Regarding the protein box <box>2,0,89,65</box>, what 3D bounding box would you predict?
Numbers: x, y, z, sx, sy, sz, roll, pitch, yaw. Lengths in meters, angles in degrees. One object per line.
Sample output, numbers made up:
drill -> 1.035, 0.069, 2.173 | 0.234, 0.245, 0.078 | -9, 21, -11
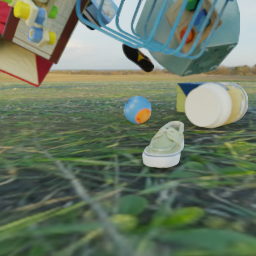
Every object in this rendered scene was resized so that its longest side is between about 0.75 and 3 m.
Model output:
protein box -> -1.663, -2.898, 6.285 | 1.291, 1.913, 1.899 | 25, 40, -21

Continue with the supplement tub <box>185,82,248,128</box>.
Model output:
supplement tub -> 2.708, -0.716, 8.577 | 1.320, 1.320, 1.825 | 11, 15, 42

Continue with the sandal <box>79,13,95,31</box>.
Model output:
sandal -> -1.744, -4.216, 10.331 | 0.576, 0.345, 1.533 | -32, -44, 25

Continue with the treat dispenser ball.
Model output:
treat dispenser ball -> 0.315, -0.585, 9.152 | 0.893, 0.893, 0.893 | 0, 11, 0

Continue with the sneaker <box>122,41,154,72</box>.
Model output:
sneaker -> 0.401, -2.964, 11.688 | 1.634, 0.571, 0.735 | 41, 18, -7

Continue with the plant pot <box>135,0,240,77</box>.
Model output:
plant pot -> 2.176, -3.320, 9.494 | 2.617, 2.666, 2.610 | -14, -21, -22

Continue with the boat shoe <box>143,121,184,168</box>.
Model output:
boat shoe -> 0.737, 0.274, 5.575 | 0.687, 0.592, 1.908 | 4, 12, 17

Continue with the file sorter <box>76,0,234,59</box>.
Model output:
file sorter -> 0.605, -2.479, 5.572 | 1.890, 1.671, 2.723 | 33, 24, 25

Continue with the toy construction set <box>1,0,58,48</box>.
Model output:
toy construction set -> -1.581, -2.638, 4.332 | 1.127, 1.605, 2.448 | -17, 65, -51

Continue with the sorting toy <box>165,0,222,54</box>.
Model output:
sorting toy -> 1.560, -3.279, 7.714 | 0.285, 2.128, 1.586 | -15, -13, -32

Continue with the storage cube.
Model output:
storage cube -> -3.182, -2.865, 8.503 | 1.938, 2.038, 2.267 | 23, -27, -3

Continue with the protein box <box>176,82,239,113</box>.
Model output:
protein box -> 3.246, -1.252, 11.545 | 1.774, 1.197, 1.761 | -7, 14, -33

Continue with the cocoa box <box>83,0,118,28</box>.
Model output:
cocoa box -> -0.975, -3.886, 8.929 | 0.724, 0.735, 1.103 | 0, -36, 49
